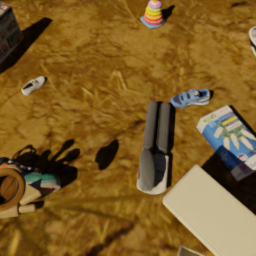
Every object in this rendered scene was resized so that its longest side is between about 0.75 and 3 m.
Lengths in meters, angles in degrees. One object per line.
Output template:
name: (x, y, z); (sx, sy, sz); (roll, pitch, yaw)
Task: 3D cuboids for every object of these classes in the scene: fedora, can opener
fedora: (-2.399, 1.139, 5.319); (0.874, 0.874, 0.357); (-44, 30, -21)
can opener: (0.799, 0.405, 8.033); (0.800, 1.002, 2.998); (7, 61, 4)

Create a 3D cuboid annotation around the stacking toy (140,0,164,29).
stacking toy: (0.993, -4.560, 10.592); (0.799, 1.377, 0.756); (-32, 65, -19)

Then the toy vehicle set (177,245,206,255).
toy vehicle set: (1.326, 2.958, 5.126); (1.118, 1.800, 0.239); (18, 106, 16)

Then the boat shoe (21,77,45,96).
boat shoe: (-3.201, -1.468, 9.487); (0.335, 0.298, 0.911); (33, 66, 17)

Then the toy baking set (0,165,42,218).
toy baking set: (-3.602, 1.539, 6.890); (2.790, 2.141, 0.325); (-10, 35, -1)

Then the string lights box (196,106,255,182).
string lights box: (3.070, 0.420, 8.253); (1.038, 0.595, 2.020); (-26, 64, -14)

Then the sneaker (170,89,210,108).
sneaker: (2.015, -0.996, 9.087); (1.326, 0.545, 0.490); (-10, 63, -4)

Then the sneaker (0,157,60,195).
sneaker: (-3.136, 1.259, 7.593); (2.632, 0.939, 1.051); (-1, 65, 1)

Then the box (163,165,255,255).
box: (1.938, 2.004, 5.454); (1.057, 0.879, 2.572); (-43, 69, -9)

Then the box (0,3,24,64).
box: (-4.728, -2.834, 9.587); (0.461, 1.462, 2.657); (22, 63, 11)

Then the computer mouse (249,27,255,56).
computer mouse: (5.008, -2.656, 10.070); (1.257, 0.503, 2.292); (-12, 67, -1)
